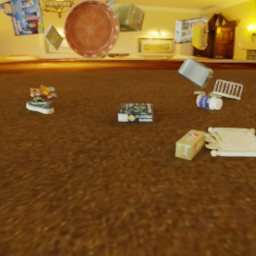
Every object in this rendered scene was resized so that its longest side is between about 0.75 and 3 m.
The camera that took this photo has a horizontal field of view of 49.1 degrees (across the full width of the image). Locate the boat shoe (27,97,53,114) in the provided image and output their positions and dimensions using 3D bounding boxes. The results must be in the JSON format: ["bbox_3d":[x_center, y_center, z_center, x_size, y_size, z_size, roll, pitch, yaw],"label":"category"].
[{"bbox_3d":[-3.931,-1.072,12.499,1.759,0.560,0.622,14,22,37],"label":"boat shoe"}]

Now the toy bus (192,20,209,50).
[{"bbox_3d":[2.034,-2.591,7.926,0.361,0.923,0.301,-38,61,-12],"label":"toy bus"}]

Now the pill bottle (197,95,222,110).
[{"bbox_3d":[3.694,-1.156,12.736,0.584,0.584,1.009,-15,23,-39],"label":"pill bottle"}]

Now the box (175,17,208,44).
[{"bbox_3d":[2.480,-3.819,10.960,1.537,0.846,0.267,-20,33,-32],"label":"box"}]

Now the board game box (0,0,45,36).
[{"bbox_3d":[-4.000,-4.245,10.484,1.486,1.487,0.459,-9,22,-11],"label":"board game box"}]

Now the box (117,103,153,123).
[{"bbox_3d":[0.331,-0.638,11.386,1.373,0.397,1.728,1,18,3],"label":"box"}]

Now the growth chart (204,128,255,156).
[{"bbox_3d":[3.169,0.374,8.506,1.738,0.213,2.402,3,18,11],"label":"growth chart"}]

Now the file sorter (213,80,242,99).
[{"bbox_3d":[5.372,-2.076,15.084,0.859,0.770,1.237,6,14,-24],"label":"file sorter"}]

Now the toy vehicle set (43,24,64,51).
[{"bbox_3d":[-2.897,-3.511,10.908,0.123,0.575,0.926,22,-13,23],"label":"toy vehicle set"}]

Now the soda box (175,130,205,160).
[{"bbox_3d":[1.771,0.454,7.907,0.442,0.418,1.306,10,20,29],"label":"soda box"}]

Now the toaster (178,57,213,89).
[{"bbox_3d":[2.411,-1.994,10.086,1.186,0.704,1.072,36,22,15],"label":"toaster"}]

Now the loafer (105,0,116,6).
[{"bbox_3d":[-1.062,-4.965,12.343,0.588,1.722,0.652,38,31,-25],"label":"loafer"}]

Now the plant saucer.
[{"bbox_3d":[-1.156,-3.098,8.848,1.785,1.785,0.288,-6,30,-19],"label":"plant saucer"}]

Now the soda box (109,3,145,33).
[{"bbox_3d":[-0.495,-3.860,10.007,2.207,0.707,0.748,13,4,41],"label":"soda box"}]

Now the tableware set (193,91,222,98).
[{"bbox_3d":[4.409,-1.812,15.505,1.541,0.179,1.287,4,19,6],"label":"tableware set"}]

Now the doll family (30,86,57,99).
[{"bbox_3d":[-4.709,-2.009,15.182,1.629,0.734,1.011,14,22,38],"label":"doll family"}]
